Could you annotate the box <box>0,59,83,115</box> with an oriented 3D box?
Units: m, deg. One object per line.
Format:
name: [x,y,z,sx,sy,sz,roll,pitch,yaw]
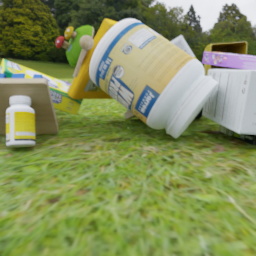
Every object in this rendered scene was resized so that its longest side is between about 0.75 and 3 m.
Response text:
box: [-3.079,-1.401,9.160,2.918,0.706,1.712,16,17,-31]

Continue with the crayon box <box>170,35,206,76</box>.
crayon box: [1.035,-1.631,8.900,2.377,1.509,0.604,-29,-10,7]

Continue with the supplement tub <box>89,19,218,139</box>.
supplement tub: [0.658,-1.293,7.519,2.917,2.110,2.110,38,24,13]

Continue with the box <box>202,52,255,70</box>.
box: [3.346,-1.957,8.245,1.910,0.373,1.307,18,22,34]

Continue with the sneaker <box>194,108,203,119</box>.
sneaker: [2.199,-1.645,10.671,1.080,2.773,0.972,-5,-13,-46]

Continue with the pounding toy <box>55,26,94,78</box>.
pounding toy: [-1.634,-2.446,8.168,0.787,1.310,1.697,22,27,-27]

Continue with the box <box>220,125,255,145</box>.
box: [3.492,0.101,7.814,1.191,0.329,1.486,-3,13,-17]

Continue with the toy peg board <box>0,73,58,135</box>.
toy peg board: [-3.037,-0.811,7.687,2.017,2.009,0.987,-1,52,-5]

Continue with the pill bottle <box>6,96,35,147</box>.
pill bottle: [-2.567,-0.143,6.685,0.647,1.163,0.647,-4,-7,0]

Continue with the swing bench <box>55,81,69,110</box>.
swing bench: [-3.671,-1.216,11.309,1.937,1.263,1.947,9,21,32]

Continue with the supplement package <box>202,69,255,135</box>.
supplement package: [3.084,-0.737,7.247,1.444,1.449,2.471,4,12,-5]

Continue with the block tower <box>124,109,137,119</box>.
block tower: [1.223,-0.963,10.891,2.953,0.854,0.798,-10,-9,-34]

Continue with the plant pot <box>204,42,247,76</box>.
plant pot: [3.296,-2.352,9.879,1.260,1.260,1.112,-5,17,-4]

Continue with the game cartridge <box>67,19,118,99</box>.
game cartridge: [-0.485,-2.019,8.995,2.311,2.622,0.425,-8,52,-51]
